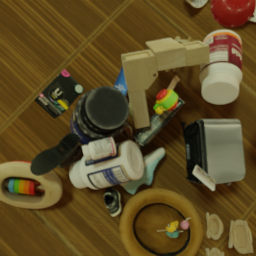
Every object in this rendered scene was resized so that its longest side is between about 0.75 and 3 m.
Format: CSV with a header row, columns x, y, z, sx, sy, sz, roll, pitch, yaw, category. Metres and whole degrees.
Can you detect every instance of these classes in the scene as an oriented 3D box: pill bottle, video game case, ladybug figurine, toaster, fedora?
x,y,z,sx,sy,sz,roll,pitch,yaw,category
2.931,-1.917,8.859,1.258,1.258,2.203,12,59,2,pill bottle
-0.732,1.263,8.953,2.222,1.234,1.234,-18,82,23,pill bottle
-0.816,0.603,7.822,0.882,0.500,0.500,-14,83,-10,pill bottle
2.080,1.351,7.649,0.681,0.951,0.086,41,104,12,video game case
-3.461,1.842,9.492,2.593,0.933,1.760,10,116,-1,ladybug figurine
2.691,0.708,9.259,1.373,2.092,2.314,-3,83,-4,toaster
1.069,3.312,9.387,2.706,1.104,2.706,-1,81,4,fedora
-0.941,-0.301,8.830,1.605,2.870,1.605,3,79,-16,pill bottle

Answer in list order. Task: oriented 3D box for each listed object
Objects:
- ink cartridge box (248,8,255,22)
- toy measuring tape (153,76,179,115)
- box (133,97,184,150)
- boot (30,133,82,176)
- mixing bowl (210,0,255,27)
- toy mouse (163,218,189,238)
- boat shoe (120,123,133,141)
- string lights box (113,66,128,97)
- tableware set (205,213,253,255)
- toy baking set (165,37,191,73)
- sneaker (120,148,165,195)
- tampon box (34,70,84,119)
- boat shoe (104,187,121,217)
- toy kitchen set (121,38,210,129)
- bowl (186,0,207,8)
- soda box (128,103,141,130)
x,y,z,sx,sy,sz,roll,pitch,yaw,category
4.740,-4.903,10.875,1.262,0.443,1.553,14,96,2,ink cartridge box
1.297,-1.045,8.332,0.652,0.652,1.772,32,57,4,toy measuring tape
0.993,-0.152,9.587,0.451,1.558,1.960,44,85,7,box
-2.212,1.047,9.174,1.919,1.671,0.664,-38,77,-21,boot
3.958,-4.702,10.351,1.676,0.908,1.676,0,92,10,mixing bowl
1.461,2.957,8.120,1.002,0.890,0.194,-33,45,6,toy mouse
-0.165,0.088,9.850,0.452,1.259,0.477,-7,122,-16,boat shoe
-0.208,-1.534,10.114,0.503,0.877,1.708,22,84,1,string lights box
2.756,3.462,7.923,0.258,2.227,1.861,7,79,-13,tableware set
1.697,-2.648,9.793,0.192,1.268,1.652,26,73,-31,toy baking set
0.648,1.548,9.875,1.966,0.727,0.805,-41,94,2,sneaker
-2.041,-0.986,8.317,0.848,0.715,1.132,45,65,-18,tampon box
-0.578,2.343,9.378,0.508,1.416,0.479,-38,110,3,boat shoe
1.112,-1.554,8.872,2.391,1.951,2.157,-11,116,0,toy kitchen set
2.466,-5.352,10.543,0.701,1.494,1.494,30,82,40,bowl
0.269,-0.423,9.829,0.324,0.343,1.013,-34,124,-3,soda box
